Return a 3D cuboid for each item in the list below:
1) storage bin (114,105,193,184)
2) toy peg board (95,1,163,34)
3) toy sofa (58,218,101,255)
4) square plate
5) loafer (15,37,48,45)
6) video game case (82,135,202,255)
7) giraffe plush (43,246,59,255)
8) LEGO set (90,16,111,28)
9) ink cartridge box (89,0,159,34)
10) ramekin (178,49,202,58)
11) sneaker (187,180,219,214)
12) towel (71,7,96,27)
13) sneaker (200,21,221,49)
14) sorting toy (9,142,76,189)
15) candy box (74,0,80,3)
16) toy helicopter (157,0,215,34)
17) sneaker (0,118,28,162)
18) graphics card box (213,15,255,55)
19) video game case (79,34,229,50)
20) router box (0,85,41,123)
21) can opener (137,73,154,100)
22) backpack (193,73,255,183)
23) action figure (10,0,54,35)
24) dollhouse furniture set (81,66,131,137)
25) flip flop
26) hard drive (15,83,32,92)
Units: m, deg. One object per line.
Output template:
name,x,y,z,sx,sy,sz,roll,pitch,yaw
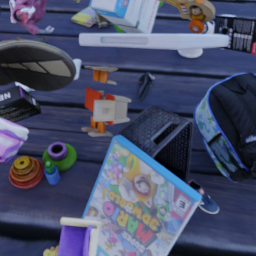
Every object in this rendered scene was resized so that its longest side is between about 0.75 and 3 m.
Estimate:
storage bin,0.622,0.821,6.718,1.089,2.324,1.571,28,52,33
toy peg board,0.103,-4.492,9.190,2.431,2.421,1.189,-36,79,-4
toy sofa,-0.700,1.822,3.631,0.512,0.603,1.237,5,77,5
square plate,-2.085,-1.623,8.266,1.345,0.193,1.358,-14,34,5
loafer,-4.310,-3.298,11.434,0.823,0.817,2.260,34,56,27
video game case,0.007,1.853,5.742,2.025,2.830,0.252,36,28,27
giraffe plush,-1.182,2.408,4.866,0.703,0.814,0.660,-7,65,-20
LEGO set,-0.838,-5.278,13.387,2.389,0.677,1.551,-9,65,-28
ink cartridge box,0.017,-3.251,6.971,0.781,1.353,1.865,20,8,26
ramekin,2.629,-3.435,11.776,1.043,0.486,1.043,0,48,0
sneaker,1.912,1.761,7.243,0.388,0.438,1.036,-34,57,-26
towel,-1.872,-5.508,13.804,1.239,0.197,1.726,22,52,19
sneaker,2.594,-2.894,8.484,1.052,0.645,1.616,25,18,10
sorting toy,-2.323,0.931,7.726,1.951,0.801,1.173,-32,56,-26
candy box,-1.322,-5.488,9.338,2.532,1.294,0.334,-41,68,21
toy helicopter,1.143,-2.637,5.866,1.416,0.937,0.559,27,83,7
sneaker,-1.547,0.198,3.524,0.430,1.068,0.472,22,76,-18
graphics card box,2.486,-2.124,6.328,0.297,0.732,1.167,-26,36,-33
video game case,0.622,-1.843,5.872,2.225,0.270,2.444,14,22,34
router box,-2.960,-0.432,6.648,1.434,1.069,0.366,-19,72,1
can opener,0.628,-1.517,10.217,0.436,0.541,1.375,34,49,-22
backpack,3.077,-0.009,7.664,2.324,1.866,2.539,-22,72,-17
action figure,-2.689,-3.146,7.316,1.405,1.264,1.886,2,32,-3
dollhouse furniture set,-0.647,-0.540,6.094,0.798,1.549,1.532,-3,16,-29
flip flop,-2.387,-1.492,6.258,2.976,1.207,0.857,5,51,33
hard drive,-3.857,-1.819,10.573,0.804,0.163,1.219,-21,52,-17
